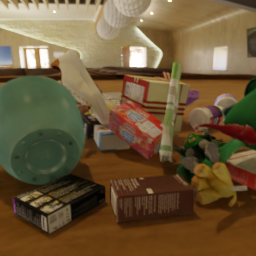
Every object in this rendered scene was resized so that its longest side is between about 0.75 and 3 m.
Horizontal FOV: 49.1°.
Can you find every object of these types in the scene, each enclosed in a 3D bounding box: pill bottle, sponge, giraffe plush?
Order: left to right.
[{"bbox_3d":[1.794,-1.081,12.351,1.515,0.405,2.716,3,-16,-17],"label":"sponge"},{"bbox_3d":[3.323,-0.454,11.460,1.613,0.899,0.899,-13,19,-40],"label":"pill bottle"},{"bbox_3d":[1.817,1.073,5.777,1.026,0.885,0.832,11,8,9],"label":"giraffe plush"},{"bbox_3d":[4.776,-1.087,13.683,1.056,1.056,1.885,4,15,16],"label":"pill bottle"}]

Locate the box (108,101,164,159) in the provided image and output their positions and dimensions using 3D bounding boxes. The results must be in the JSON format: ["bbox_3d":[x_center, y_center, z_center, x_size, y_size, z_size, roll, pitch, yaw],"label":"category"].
[{"bbox_3d":[0.290,0.020,8.260,1.697,0.810,0.846,36,46,28],"label":"box"}]

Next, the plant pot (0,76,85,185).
[{"bbox_3d":[-2.060,0.186,6.488,2.299,2.299,1.845,-6,31,-23],"label":"plant pot"}]

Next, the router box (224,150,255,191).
[{"bbox_3d":[3.165,0.988,6.817,1.495,0.365,1.342,-8,16,-28],"label":"router box"}]

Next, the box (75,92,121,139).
[{"bbox_3d":[-0.923,-0.628,11.254,2.861,0.692,2.266,-10,36,-36],"label":"box"}]

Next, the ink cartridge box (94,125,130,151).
[{"bbox_3d":[-0.572,0.272,9.266,0.955,0.560,1.322,-3,13,-16],"label":"ink cartridge box"}]

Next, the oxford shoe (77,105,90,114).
[{"bbox_3d":[-1.366,-0.574,8.521,0.298,0.292,0.819,-2,15,9],"label":"oxford shoe"}]

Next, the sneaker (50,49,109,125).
[{"bbox_3d":[-1.669,-1.182,9.581,1.233,2.913,1.061,-30,-10,-10],"label":"sneaker"}]

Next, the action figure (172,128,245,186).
[{"bbox_3d":[1.781,0.545,7.222,1.727,0.799,2.924,-32,1,10],"label":"action figure"}]

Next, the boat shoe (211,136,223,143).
[{"bbox_3d":[2.562,0.561,8.227,0.517,0.509,1.388,-2,14,-8],"label":"boat shoe"}]

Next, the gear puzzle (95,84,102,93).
[{"bbox_3d":[-1.914,-1.966,13.531,1.708,0.885,0.224,15,65,37],"label":"gear puzzle"}]

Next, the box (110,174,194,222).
[{"bbox_3d":[0.431,1.296,5.288,1.458,0.546,0.730,-1,14,-13],"label":"box"}]

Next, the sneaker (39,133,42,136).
[{"bbox_3d":[-2.603,0.070,8.740,0.939,0.522,1.342,-33,-19,6],"label":"sneaker"}]

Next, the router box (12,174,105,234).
[{"bbox_3d":[-1.275,1.362,5.344,1.047,0.359,1.404,11,18,37],"label":"router box"}]

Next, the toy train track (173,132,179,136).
[{"bbox_3d":[1.027,0.367,9.401,1.113,0.316,1.941,7,16,24],"label":"toy train track"}]

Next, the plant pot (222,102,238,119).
[{"bbox_3d":[3.917,-0.306,8.414,1.309,1.285,1.281,-17,-8,-28],"label":"plant pot"}]

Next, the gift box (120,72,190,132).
[{"bbox_3d":[0.897,-1.000,9.964,1.930,1.907,2.066,1,22,-30],"label":"gift box"}]

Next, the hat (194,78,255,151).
[{"bbox_3d":[2.367,0.178,6.307,2.219,2.520,2.088,-26,27,-3],"label":"hat"}]

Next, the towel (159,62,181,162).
[{"bbox_3d":[1.102,-0.287,6.936,0.337,2.194,1.637,9,-12,9],"label":"towel"}]
